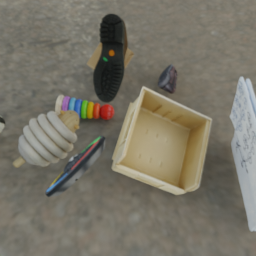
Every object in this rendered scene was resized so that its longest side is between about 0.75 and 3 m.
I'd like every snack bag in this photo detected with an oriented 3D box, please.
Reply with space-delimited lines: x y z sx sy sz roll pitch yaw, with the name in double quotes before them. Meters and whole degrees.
"snack bag" 2.794 0.714 6.564 0.305 2.853 2.690 -6 55 9

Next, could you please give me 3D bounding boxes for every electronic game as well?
"electronic game" -1.068 0.765 5.739 0.340 1.633 1.633 46 65 -6

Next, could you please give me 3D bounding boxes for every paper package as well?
"paper package" -0.590 -2.200 9.045 1.154 0.627 1.211 -56 42 2

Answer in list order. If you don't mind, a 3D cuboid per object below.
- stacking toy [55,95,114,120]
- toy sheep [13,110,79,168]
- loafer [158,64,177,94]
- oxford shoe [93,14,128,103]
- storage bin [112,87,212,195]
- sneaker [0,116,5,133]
"stacking toy" -1.315 -0.538 8.700 1.753 0.748 0.748 8 58 -2
"toy sheep" -2.041 0.304 7.055 2.014 1.389 1.389 -45 67 -4
"loafer" 1.332 -1.558 9.093 0.527 0.602 1.675 42 31 -11
"oxford shoe" -0.367 -1.786 7.505 0.817 2.248 0.949 15 17 10
"storage bin" 0.866 0.403 7.327 2.104 0.986 2.089 23 66 -13
"sneaker" -3.824 0.375 7.038 1.216 1.049 2.773 17 21 7
